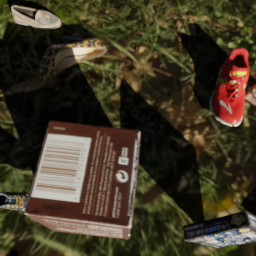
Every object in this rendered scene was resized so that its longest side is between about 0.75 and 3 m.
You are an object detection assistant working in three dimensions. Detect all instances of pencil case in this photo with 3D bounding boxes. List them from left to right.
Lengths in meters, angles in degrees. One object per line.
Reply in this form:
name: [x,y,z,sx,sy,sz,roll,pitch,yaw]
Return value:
pencil case: [5.103,-0.683,9.289,1.039,0.904,2.323,-44,70,-3]

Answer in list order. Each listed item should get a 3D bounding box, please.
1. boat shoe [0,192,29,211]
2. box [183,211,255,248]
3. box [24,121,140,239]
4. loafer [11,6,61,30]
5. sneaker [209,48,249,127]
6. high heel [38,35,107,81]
boat shoe: [-2.910,1.950,7.377,1.415,0.642,0.500,3,77,-2]
box: [2.437,2.526,6.789,1.605,1.618,0.402,-28,48,32]
box: [-0.915,1.468,7.187,2.224,2.708,2.247,6,64,2]
loafer: [-3.767,-4.493,11.366,2.006,0.631,0.721,10,64,5]
sneaker: [3.512,-1.485,9.491,1.144,1.262,2.971,11,64,5]
high heel: [-1.985,-2.462,10.143,1.831,0.917,2.569,15,55,14]
